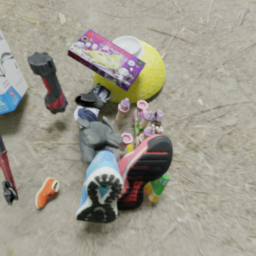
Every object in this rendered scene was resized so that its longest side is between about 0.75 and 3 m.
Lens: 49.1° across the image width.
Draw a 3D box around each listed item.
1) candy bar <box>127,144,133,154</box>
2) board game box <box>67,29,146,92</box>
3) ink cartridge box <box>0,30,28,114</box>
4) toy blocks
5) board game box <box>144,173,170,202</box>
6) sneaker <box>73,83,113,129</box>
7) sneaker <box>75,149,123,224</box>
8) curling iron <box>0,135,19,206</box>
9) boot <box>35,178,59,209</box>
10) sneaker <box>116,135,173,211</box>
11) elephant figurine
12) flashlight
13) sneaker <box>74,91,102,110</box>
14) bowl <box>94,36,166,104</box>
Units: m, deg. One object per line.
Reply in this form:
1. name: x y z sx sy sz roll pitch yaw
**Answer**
1. candy bar: 0.059 0.948 9.472 0.230 0.102 0.923 -18 51 24
2. board game box: -0.681 -2.296 9.356 2.306 0.372 1.384 31 51 1
3. ink cartridge box: -4.766 -2.134 9.376 1.248 2.960 2.161 -14 31 4
4. toy blocks: 0.584 -0.194 9.220 1.749 1.473 1.635 4 55 -16
5. board game box: 0.692 1.460 8.395 0.239 0.909 1.187 9 29 -32
6. sneaker: -1.138 -0.755 9.561 1.211 0.783 2.233 -40 25 17
7. sneaker: -0.673 1.547 7.091 1.015 2.589 1.164 11 44 -13
8. curling iron: -3.143 0.710 6.991 0.316 0.613 2.471 -15 82 -18
9. boot: -2.437 1.986 8.446 0.521 0.364 0.971 4 63 34
10. sneaker: 0.156 1.056 7.785 1.094 2.967 1.287 8 42 -25
11. elephant figurine: -0.888 0.376 8.370 1.368 1.934 1.501 9 99 -7
12. flashlight: -2.485 -1.340 8.694 0.771 2.277 0.774 -38 62 -17
13. sneaker: -1.161 -0.788 7.729 0.700 0.403 1.342 9 16 -28
14. bowl: -0.025 -2.562 10.894 2.955 1.590 2.955 -4 53 6
